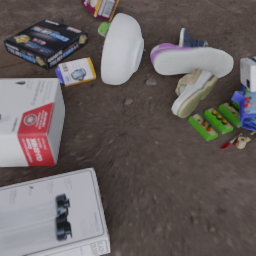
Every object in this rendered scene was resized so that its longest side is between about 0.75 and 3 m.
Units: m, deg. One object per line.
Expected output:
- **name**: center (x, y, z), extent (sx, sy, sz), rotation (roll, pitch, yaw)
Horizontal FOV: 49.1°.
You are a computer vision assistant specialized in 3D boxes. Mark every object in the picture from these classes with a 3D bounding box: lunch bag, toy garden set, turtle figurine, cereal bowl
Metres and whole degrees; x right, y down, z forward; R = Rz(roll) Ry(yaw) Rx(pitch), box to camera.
- **lunch bag**: center (4.154, -0.492, 7.241), extent (2.818, 1.325, 2.121), rotation (18, 41, 12)
- **toy garden set**: center (3.018, -0.133, 7.820), extent (1.992, 0.398, 1.661), rotation (-21, 50, -18)
- **turtle figurine**: center (-0.335, -3.257, 9.898), extent (1.615, 1.162, 1.566), rotation (-9, 2, 11)
- **cereal bowl**: center (-0.076, -2.347, 8.725), extent (0.895, 2.150, 2.150), rotation (16, 49, 6)

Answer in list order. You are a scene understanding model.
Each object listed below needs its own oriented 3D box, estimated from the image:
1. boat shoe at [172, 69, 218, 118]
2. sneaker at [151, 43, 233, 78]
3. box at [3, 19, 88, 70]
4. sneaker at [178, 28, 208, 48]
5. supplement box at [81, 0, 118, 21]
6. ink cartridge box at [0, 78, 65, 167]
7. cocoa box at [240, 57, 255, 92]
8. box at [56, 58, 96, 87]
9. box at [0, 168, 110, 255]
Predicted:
- **boat shoe**: center (1.808, -1.075, 8.246), extent (0.807, 0.882, 2.360), rotation (36, 43, 15)
- **sneaker**: center (2.128, -2.477, 9.670), extent (2.742, 0.994, 1.564), rotation (4, 31, -9)
- **box**: center (-3.088, -3.287, 10.676), extent (2.253, 0.560, 2.236), rotation (26, 54, 24)
- **sneaker**: center (2.460, -3.250, 10.577), extent (1.051, 0.553, 1.455), rotation (1, 56, 16)
- **supplement box**: center (-1.261, -5.604, 12.370), extent (0.830, 1.053, 1.609), rotation (0, 39, -39)
- **ink cartridge box**: center (-3.318, -0.173, 7.276), extent (2.970, 1.244, 2.143), rotation (-2, 47, -2)
- **cocoa box**: center (3.406, -1.424, 7.287), extent (0.683, 0.694, 1.041), rotation (-6, 22, 10)
- **box**: center (-1.744, -1.836, 9.269), extent (1.211, 0.251, 0.721), rotation (-17, 86, -15)
- **box**: center (-1.871, 1.936, 5.568), extent (2.808, 0.844, 1.638), rotation (-12, 48, -11)
